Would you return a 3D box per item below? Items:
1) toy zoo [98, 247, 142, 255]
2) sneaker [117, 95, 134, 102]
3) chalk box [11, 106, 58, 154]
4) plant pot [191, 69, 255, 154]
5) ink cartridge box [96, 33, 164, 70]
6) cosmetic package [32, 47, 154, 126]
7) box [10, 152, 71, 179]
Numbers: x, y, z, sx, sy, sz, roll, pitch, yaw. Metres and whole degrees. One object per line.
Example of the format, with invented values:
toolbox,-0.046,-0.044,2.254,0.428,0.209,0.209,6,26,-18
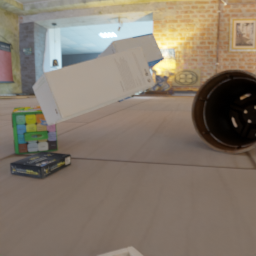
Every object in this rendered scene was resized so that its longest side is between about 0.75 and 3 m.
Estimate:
toy zoo,-0.282,1.963,3.348,1.846,0.189,1.211,-5,11,-23
sneaker,-0.223,-1.400,11.738,0.597,0.526,1.340,-21,-2,27
chalk box,-3.487,0.047,10.506,1.534,1.523,2.457,-4,10,-20
plant pot,4.493,-0.555,10.950,2.961,2.961,2.931,8,5,40
ink cartridge box,-0.322,-2.513,11.691,2.161,1.266,2.991,-25,0,-35
cosmetic package,-0.780,-0.961,6.506,2.437,1.034,1.311,-23,6,-30
box,-2.504,1.045,8.148,1.103,0.357,1.399,3,10,22
